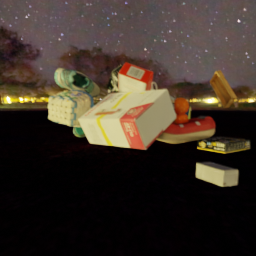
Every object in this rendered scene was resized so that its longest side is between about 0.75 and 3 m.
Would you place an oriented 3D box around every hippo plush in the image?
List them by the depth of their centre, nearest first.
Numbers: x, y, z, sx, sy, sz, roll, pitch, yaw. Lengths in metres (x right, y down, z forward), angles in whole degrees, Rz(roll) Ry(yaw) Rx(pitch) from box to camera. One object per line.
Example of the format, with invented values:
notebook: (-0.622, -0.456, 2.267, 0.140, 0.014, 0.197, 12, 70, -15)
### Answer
hippo plush: (1.974, -0.740, 14.213, 2.055, 1.653, 1.637, 24, 18, 13)

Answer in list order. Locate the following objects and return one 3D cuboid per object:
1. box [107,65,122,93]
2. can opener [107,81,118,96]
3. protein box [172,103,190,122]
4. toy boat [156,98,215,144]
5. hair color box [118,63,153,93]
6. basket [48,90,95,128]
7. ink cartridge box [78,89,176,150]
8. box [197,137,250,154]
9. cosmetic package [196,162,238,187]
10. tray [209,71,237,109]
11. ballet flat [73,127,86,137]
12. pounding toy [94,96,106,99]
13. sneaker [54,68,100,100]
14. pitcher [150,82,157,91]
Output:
box: (0.076, -1.466, 13.426, 0.619, 2.603, 2.514, -39, 2, -10)
can opener: (-0.341, -1.777, 11.772, 0.513, 1.543, 0.406, 38, 10, -14)
protein box: (2.198, -0.468, 12.892, 1.142, 1.134, 0.771, 9, 30, 23)
toy boat: (2.011, -0.334, 10.719, 2.487, 1.626, 1.623, -9, 7, -14)
hair color box: (0.251, -1.402, 11.069, 1.149, 0.693, 2.264, 22, -31, 11)
basket: (-1.992, -0.775, 11.364, 1.877, 1.481, 2.129, 12, 10, 30)
ink cartridge box: (-0.080, -0.348, 9.818, 2.770, 1.155, 2.011, 2, 35, 43)
box: (3.158, 0.547, 9.290, 1.386, 0.342, 1.107, -4, 9, -37)
cosmetic package: (1.747, 0.911, 5.552, 0.406, 0.343, 0.761, 1, 2, -29)
tray: (4.225, -1.723, 12.531, 0.286, 1.543, 0.761, -12, -27, -17)
ballet flat: (-1.344, -0.219, 12.262, 2.318, 0.860, 0.860, -20, 13, -21)
pounding toy: (-0.621, -0.913, 16.269, 1.996, 1.200, 2.585, -17, 44, -38)
sneaker: (-2.208, -2.037, 13.706, 1.214, 1.091, 2.811, 7, -6, 36)
pitcher: (1.191, -1.496, 12.562, 0.598, 0.986, 0.846, -9, 33, 52)
